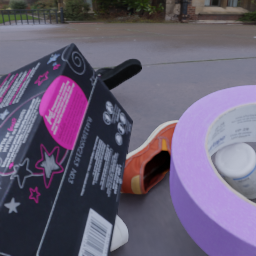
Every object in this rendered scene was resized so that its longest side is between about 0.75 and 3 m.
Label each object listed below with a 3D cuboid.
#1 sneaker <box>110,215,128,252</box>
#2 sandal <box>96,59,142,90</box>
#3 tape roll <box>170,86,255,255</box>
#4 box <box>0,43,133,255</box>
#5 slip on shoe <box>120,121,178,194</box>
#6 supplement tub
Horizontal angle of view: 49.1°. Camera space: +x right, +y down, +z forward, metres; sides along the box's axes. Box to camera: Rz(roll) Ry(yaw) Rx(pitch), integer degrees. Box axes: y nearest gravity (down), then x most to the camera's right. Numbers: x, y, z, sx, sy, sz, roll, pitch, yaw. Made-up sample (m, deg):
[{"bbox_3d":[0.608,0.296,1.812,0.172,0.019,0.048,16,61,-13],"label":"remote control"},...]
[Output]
[{"bbox_3d":[-0.683,1.175,3.817,0.608,0.523,1.436,-19,31,-39],"label":"sneaker"},{"bbox_3d":[-0.599,-1.678,9.102,2.228,0.533,0.837,-23,-25,18],"label":"sandal"},{"bbox_3d":[1.674,0.501,3.273,2.340,0.768,2.340,-4,45,4],"label":"tape roll"},{"bbox_3d":[-0.925,0.456,3.054,1.264,1.456,2.203,-13,46,27],"label":"box"},{"bbox_3d":[0.586,0.503,4.989,0.647,0.783,2.114,11,31,38],"label":"slip on shoe"},{"bbox_3d":[1.762,0.665,4.331,0.592,0.898,0.592,-22,47,25],"label":"supplement tub"}]
